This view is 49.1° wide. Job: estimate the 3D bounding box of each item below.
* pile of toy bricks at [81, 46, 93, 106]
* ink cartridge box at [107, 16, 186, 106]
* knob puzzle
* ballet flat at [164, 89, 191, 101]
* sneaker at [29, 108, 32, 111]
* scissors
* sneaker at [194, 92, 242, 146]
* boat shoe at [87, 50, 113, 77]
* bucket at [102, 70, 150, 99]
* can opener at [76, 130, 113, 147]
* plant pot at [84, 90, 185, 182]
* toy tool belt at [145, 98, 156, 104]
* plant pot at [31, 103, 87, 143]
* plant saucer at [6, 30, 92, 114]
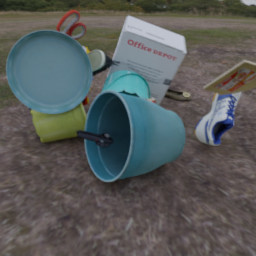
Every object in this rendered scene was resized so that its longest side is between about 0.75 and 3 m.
[{"bbox_3d":[-1.812,-1.801,10.905,1.318,2.376,1.173,-11,-19,25],"label":"pile of toy bricks"},{"bbox_3d":[0.472,-2.098,10.070,2.178,2.984,1.254,17,43,-9],"label":"ink cartridge box"},{"bbox_3d":[2.807,-1.241,7.038,1.561,1.561,0.216,-5,68,-10],"label":"knob puzzle"},{"bbox_3d":[2.063,-1.596,12.832,1.750,0.406,0.590,18,32,31],"label":"ballet flat"},{"bbox_3d":[-3.426,-0.873,11.396,1.123,0.425,0.433,4,31,6],"label":"sneaker"},{"bbox_3d":[-2.373,-2.568,8.947,2.639,0.965,0.184,-45,57,3],"label":"scissors"},{"bbox_3d":[2.955,-0.424,8.469,0.827,2.197,0.968,25,7,-27],"label":"sneaker"},{"bbox_3d":[-1.464,-2.057,9.504,2.283,0.853,0.757,-14,-7,38],"label":"boat shoe"},{"bbox_3d":[-0.113,-0.987,9.410,1.785,1.785,1.161,1,51,3],"label":"bucket"},{"bbox_3d":[-0.871,0.275,7.430,1.067,0.419,0.338,18,10,-36],"label":"can opener"},{"bbox_3d":[0.284,0.208,7.489,2.115,2.251,2.251,1,22,-35],"label":"plant pot"},{"bbox_3d":[0.157,-0.432,8.912,0.968,1.574,0.983,33,40,14],"label":"toy tool belt"},{"bbox_3d":[-2.223,-0.285,9.161,1.588,1.727,1.727,-19,31,-11],"label":"plant pot"},{"bbox_3d":[-2.234,-1.575,8.085,2.369,2.369,0.325,-5,19,-9],"label":"plant saucer"}]
